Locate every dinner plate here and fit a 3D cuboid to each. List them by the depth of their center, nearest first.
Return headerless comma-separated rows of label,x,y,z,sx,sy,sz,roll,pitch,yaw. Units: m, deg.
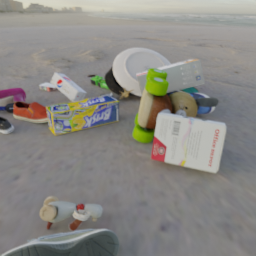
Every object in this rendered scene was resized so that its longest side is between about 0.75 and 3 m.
dinner plate,0.768,-2.613,12.579,2.928,0.355,2.928,6,60,-10

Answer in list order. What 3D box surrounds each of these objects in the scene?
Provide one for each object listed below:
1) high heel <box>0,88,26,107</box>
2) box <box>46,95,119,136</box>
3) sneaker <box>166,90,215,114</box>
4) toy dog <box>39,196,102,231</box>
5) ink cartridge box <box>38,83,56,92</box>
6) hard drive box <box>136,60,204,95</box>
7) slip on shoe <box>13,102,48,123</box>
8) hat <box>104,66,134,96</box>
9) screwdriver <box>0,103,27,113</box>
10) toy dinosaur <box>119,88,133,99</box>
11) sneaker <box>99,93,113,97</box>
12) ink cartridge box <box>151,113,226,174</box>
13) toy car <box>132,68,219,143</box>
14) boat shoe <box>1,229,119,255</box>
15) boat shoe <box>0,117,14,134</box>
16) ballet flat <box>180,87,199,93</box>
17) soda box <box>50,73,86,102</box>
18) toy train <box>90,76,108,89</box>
high heel,-5.244,-1.232,11.009,2.339,0.788,1.122,-6,43,-23
box,-1.503,-0.477,9.577,2.365,0.829,0.760,-14,30,-27
sneaker,1.904,-0.768,10.338,2.105,0.848,1.541,23,40,36
toy dog,-1.132,1.698,5.318,1.175,0.566,0.775,8,7,18
ink cartridge box,-3.757,-1.942,13.465,0.953,0.240,0.519,12,28,22
hard drive box,1.539,-1.914,10.811,2.310,0.887,1.800,-15,13,3
slip on shoe,-3.290,-0.596,10.027,2.026,0.620,0.751,8,27,21
hat,-0.066,-2.064,12.628,1.994,0.804,1.994,1,62,-1
screwdriver,-5.139,-0.719,10.478,2.684,0.390,0.374,-4,42,-22
toy dinosaur,-0.100,-1.484,11.785,0.756,0.382,0.220,-34,-9,5
sneaker,-0.955,-1.203,11.759,0.619,0.402,1.071,-3,15,2
ink cartridge box,1.534,0.350,7.160,1.669,1.217,0.691,11,9,16
toy car,1.514,-0.523,8.709,2.355,1.935,1.858,13,27,-2
boat shoe,-1.102,2.031,4.481,1.896,0.699,0.608,-11,-5,-18
boat shoe,-4.454,-0.221,9.308,1.518,0.503,0.531,18,48,31
ballet flat,2.196,-1.820,12.101,0.718,0.665,2.036,-41,70,-7
soda box,-2.530,-1.700,11.793,1.641,0.523,0.559,39,18,27
toy train,-1.139,-2.175,13.802,0.564,0.417,2.001,-31,38,-32
